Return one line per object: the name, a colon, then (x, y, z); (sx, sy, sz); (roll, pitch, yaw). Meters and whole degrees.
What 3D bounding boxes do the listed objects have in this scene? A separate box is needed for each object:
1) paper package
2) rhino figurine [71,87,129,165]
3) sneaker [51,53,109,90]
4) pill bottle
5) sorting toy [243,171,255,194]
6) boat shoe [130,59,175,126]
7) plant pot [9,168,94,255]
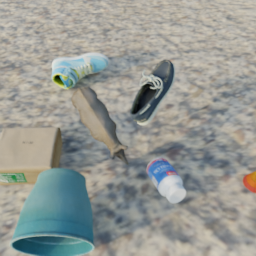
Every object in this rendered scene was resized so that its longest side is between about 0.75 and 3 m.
paper package: (-3.024, 0.841, 8.588); (1.766, 0.913, 1.683); (-1, 46, -2)
rhino figurine: (-0.740, -0.023, 7.867); (0.784, 1.146, 2.621); (-33, 90, -9)
sneaker: (-2.002, -2.263, 11.591); (2.461, 0.979, 1.607); (-8, 44, 5)
pill bottle: (1.066, 1.448, 7.751); (0.706, 0.706, 1.258); (-16, 37, -15)
sorting toy: (4.373, 1.161, 8.425); (2.075, 0.715, 0.719); (-26, 51, -22)
boat shoe: (0.643, -1.075, 7.704); (0.763, 0.630, 2.037); (26, 82, 36)
plant pot: (-1.690, 1.980, 6.706); (1.822, 1.822, 1.712); (-1, 53, -1)
